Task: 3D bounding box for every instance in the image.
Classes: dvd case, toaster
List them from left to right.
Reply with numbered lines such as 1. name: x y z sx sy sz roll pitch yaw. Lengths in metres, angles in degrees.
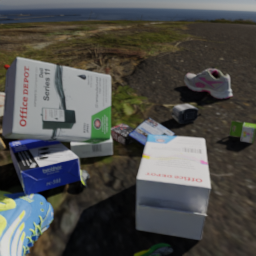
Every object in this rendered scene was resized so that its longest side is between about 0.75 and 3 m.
1. dvd case: 0.840 0.254 10.104 1.196 0.147 1.676 33 37 15
2. toaster: 2.386 -0.619 11.712 1.129 0.642 0.729 -13 27 -18

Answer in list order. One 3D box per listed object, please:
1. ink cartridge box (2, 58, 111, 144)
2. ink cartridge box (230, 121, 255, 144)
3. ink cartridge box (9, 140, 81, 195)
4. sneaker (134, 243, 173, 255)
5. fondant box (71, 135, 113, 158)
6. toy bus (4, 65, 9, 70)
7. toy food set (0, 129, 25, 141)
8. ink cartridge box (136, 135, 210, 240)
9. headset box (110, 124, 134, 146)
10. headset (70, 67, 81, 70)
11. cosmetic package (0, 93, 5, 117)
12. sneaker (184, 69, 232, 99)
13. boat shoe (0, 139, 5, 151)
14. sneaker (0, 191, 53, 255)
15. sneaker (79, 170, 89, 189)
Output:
1. ink cartridge box: -1.954 -0.644 7.953 2.772 2.032 1.152 4 -9 -32
2. ink cartridge box: 4.163 0.152 10.208 0.857 0.633 0.325 11 30 23
3. ink cartridge box: -2.470 0.891 7.923 1.385 0.651 2.947 -11 15 -26
4. sneaker: 0.521 2.652 5.681 0.895 0.349 0.381 -19 39 -15
5. fondant box: -1.333 0.326 9.946 1.362 0.550 1.888 -5 26 -9
6. toy bus: -5.627 -2.300 14.601 1.837 1.006 1.947 36 8 15
7. toy food set: -3.406 0.202 10.449 2.257 0.453 1.558 13 35 6
8. ink cartridge box: 1.054 1.396 6.772 1.542 1.502 2.399 5 27 10
9. headset box: -0.185 0.214 10.360 0.735 0.371 0.989 -24 35 -39
10. headset: -3.164 -2.934 16.445 1.281 0.975 2.074 -12 44 -16
11. cosmetic package: -5.828 -0.917 12.216 0.841 0.709 1.626 11 29 20
12. sneaker: 4.241 -2.552 14.788 1.188 1.288 2.920 -21 34 -36
13. boat shoe: -5.193 0.294 9.666 2.779 1.025 0.961 20 44 42
14. sneaker: -2.255 2.101 5.900 1.466 1.057 2.791 -11 28 -22
15. sneaker: -1.263 1.446 8.052 0.322 0.294 0.796 -5 29 -16
